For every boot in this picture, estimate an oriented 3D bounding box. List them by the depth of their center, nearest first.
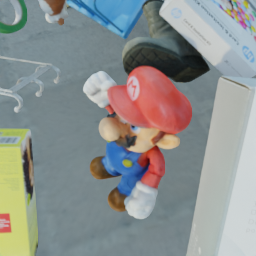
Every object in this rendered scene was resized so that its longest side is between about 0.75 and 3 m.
[{"bbox_3d":[0.561,-1.764,5.430,2.505,0.848,1.636,-6,71,-50],"label":"boot"}]

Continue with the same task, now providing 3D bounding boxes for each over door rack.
[{"bbox_3d":[-2.716,-1.084,5.973,2.063,0.687,1.524,21,38,8],"label":"over door rack"}]

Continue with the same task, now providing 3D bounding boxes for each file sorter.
[{"bbox_3d":[-0.869,-4.076,7.500,2.747,1.685,1.906,39,102,28],"label":"file sorter"}]

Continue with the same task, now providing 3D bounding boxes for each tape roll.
[{"bbox_3d":[-3.035,-2.902,6.840,0.270,1.123,1.123,1,50,39],"label":"tape roll"}]

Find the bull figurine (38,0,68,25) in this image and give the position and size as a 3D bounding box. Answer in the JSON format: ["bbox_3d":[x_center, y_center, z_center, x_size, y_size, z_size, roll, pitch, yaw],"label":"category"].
[{"bbox_3d":[-1.654,-3.271,5.777,1.397,2.302,0.750,-48,57,-3],"label":"bull figurine"}]

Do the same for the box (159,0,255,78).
[{"bbox_3d":[1.773,-2.327,5.420,1.961,0.518,2.515,37,54,-17],"label":"box"}]

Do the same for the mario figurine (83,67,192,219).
[{"bbox_3d":[-0.143,0.263,4.115,1.650,2.674,1.417,24,48,4],"label":"mario figurine"}]

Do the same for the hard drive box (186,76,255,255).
[{"bbox_3d":[1.865,0.945,2.962,2.116,2.714,1.042,6,16,4],"label":"hard drive box"}]

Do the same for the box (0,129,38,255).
[{"bbox_3d":[-1.367,0.899,3.358,0.423,1.690,0.636,0,20,-9],"label":"box"}]

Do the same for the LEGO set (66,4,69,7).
[{"bbox_3d":[-2.677,-5.745,10.885,2.711,0.768,1.761,35,63,20],"label":"LEGO set"}]
